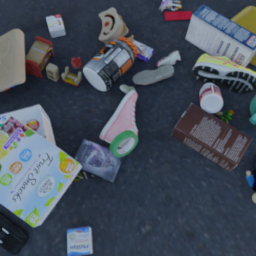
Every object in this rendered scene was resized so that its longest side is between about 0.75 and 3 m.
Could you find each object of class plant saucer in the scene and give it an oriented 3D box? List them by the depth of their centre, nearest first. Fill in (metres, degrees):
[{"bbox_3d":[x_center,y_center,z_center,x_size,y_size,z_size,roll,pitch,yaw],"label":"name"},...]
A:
[{"bbox_3d":[5.709,-4.373,12.696,2.573,0.623,2.572,-39,72,-16],"label":"plant saucer"}]

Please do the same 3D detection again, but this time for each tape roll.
[{"bbox_3d":[-0.142,0.548,9.615,1.026,1.026,0.247,-35,56,-14],"label":"tape roll"}]

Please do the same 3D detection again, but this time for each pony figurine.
[{"bbox_3d":[1.979,-6.076,13.407,1.042,0.868,1.006,-3,85,2],"label":"pony figurine"}]

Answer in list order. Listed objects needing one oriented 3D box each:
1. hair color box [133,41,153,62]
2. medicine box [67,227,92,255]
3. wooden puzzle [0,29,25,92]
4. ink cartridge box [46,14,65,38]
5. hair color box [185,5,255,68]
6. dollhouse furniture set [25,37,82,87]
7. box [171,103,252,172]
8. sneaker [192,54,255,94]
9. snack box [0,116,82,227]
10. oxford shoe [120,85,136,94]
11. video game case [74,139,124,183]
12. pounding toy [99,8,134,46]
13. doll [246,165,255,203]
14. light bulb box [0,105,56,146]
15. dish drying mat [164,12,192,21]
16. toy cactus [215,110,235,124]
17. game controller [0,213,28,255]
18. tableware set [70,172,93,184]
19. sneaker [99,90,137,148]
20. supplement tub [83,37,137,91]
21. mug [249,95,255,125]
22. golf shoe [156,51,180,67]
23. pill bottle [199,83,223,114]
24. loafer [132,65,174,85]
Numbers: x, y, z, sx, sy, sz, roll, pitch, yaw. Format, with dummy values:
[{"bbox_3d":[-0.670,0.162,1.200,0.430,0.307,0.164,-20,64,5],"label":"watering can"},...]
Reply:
[{"bbox_3d":[0.525,-3.412,12.414,1.040,0.337,0.569,28,69,14],"label":"hair color box"},{"bbox_3d":[-1.576,3.704,9.120,0.743,0.420,0.816,-6,66,-2],"label":"medicine box"},{"bbox_3d":[-5.428,-2.376,11.436,2.938,0.680,2.722,-18,65,14],"label":"wooden puzzle"},{"bbox_3d":[-3.344,-4.717,12.968,0.686,0.394,0.946,-16,67,-7],"label":"ink cartridge box"},{"bbox_3d":[3.990,-3.780,11.949,2.921,1.461,0.884,39,69,15],"label":"hair color box"},{"bbox_3d":[-3.008,-2.646,11.766,2.487,1.011,1.338,22,67,1],"label":"dollhouse furniture set"},{"bbox_3d":[3.034,0.348,10.382,2.538,0.951,1.271,34,70,13],"label":"box"},{"bbox_3d":[4.154,-2.399,11.573,2.849,1.113,1.286,19,54,2],"label":"sneaker"},{"bbox_3d":[-3.066,1.276,8.384,2.590,0.876,2.184,33,76,4],"label":"snack box"},{"bbox_3d":[-0.047,-1.488,11.205,0.295,1.021,0.384,-32,77,26],"label":"oxford shoe"},{"bbox_3d":[-1.105,1.190,10.229,1.648,0.156,1.177,20,57,4],"label":"video game case"},{"bbox_3d":[-0.581,-4.222,12.669,1.249,1.254,2.185,-33,57,16],"label":"pounding toy"},{"bbox_3d":[4.885,1.775,9.964,1.367,0.485,2.003,25,68,11],"label":"doll"},{"bbox_3d":[-3.806,0.749,9.788,2.350,1.479,2.371,-16,73,-7],"label":"light bulb box"},{"bbox_3d":[2.407,-5.350,13.403,1.318,0.120,0.506,-2,63,-1],"label":"dish drying mat"},{"bbox_3d":[3.798,-0.478,11.110,0.668,0.414,0.810,31,71,33],"label":"toy cactus"},{"bbox_3d":[-4.099,3.499,9.327,1.545,0.325,0.806,31,84,14],"label":"game controller"},{"bbox_3d":[-1.676,1.463,10.265,1.267,0.194,0.853,-19,67,-9],"label":"tableware set"},{"bbox_3d":[0.015,-0.268,10.712,1.224,0.882,2.342,29,70,8],"label":"sneaker"},{"bbox_3d":[-0.682,-2.651,11.514,1.329,1.329,2.169,36,70,15],"label":"supplement tub"},{"bbox_3d":[5.321,-0.775,10.826,1.667,1.031,1.370,-6,66,-2],"label":"mug"},{"bbox_3d":[1.763,-2.884,12.125,1.114,0.420,0.510,-30,105,2],"label":"golf shoe"},{"bbox_3d":[3.195,-1.205,10.873,0.802,0.802,1.419,12,32,5],"label":"pill bottle"},{"bbox_3d":[1.075,-2.111,11.715,1.740,0.547,0.626,-16,66,8],"label":"loafer"}]
